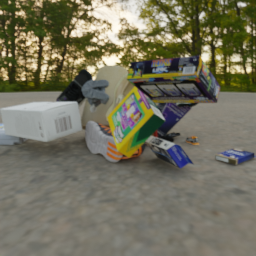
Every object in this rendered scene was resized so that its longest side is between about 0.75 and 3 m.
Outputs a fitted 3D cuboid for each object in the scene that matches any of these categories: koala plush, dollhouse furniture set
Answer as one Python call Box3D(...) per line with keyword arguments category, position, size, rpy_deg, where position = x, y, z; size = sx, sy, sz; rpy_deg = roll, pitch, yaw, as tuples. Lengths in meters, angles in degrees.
Box3D(category="koala plush", position=(-1.182, -1.107, 9.905), size=(0.939, 0.906, 1.022), rpy_deg=(3, -29, -10))
Box3D(category="dollhouse furniture set", position=(0.439, -0.372, 10.586), size=(1.122, 2.085, 0.848), rpy_deg=(-3, 5, -39))

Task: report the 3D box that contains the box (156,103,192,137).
Box3D(category="box", position=(1.467, -0.734, 11.835), size=(1.385, 1.872, 0.976), rpy_deg=(31, 22, -24))

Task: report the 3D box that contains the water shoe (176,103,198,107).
Box3D(category="water shoe", position=(2.325, -1.085, 10.996), size=(1.097, 0.433, 0.392), rpy_deg=(-3, -23, -33))

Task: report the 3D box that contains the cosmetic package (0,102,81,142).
Box3D(category="cosmetic package", position=(-3.164, -0.309, 9.987), size=(2.951, 1.092, 1.500), rpy_deg=(6, 18, 41))

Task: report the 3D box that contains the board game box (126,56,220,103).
Box3D(category="board game box", position=(0.978, -0.965, 5.966), size=(1.574, 0.446, 1.301), rpy_deg=(4, -15, 35))

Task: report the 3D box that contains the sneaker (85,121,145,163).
Box3D(category="sneaker", position=(-0.416, 0.464, 9.736), size=(1.509, 1.045, 2.693), rpy_deg=(-3, 21, -34))

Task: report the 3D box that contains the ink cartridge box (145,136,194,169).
Box3D(category="ink cartridge box", position=(1.172, 0.724, 8.309), size=(0.320, 0.811, 1.630), rpy_deg=(-44, 22, -14))

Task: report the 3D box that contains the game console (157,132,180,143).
Box3D(category="game console", position=(1.599, 0.407, 11.474), size=(0.961, 0.196, 1.629), rpy_deg=(9, 16, 43))

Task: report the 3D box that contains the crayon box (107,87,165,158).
Box3D(category="crayon box", position=(0.157, -0.251, 8.249), size=(0.509, 1.505, 1.745), rpy_deg=(30, 23, -32))

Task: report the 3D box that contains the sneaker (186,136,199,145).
Box3D(category="sneaker", position=(2.557, 0.467, 11.108), size=(0.312, 0.308, 0.798), rpy_deg=(-6, 10, -19))

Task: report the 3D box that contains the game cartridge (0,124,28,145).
Box3D(category="game cartridge", position=(-5.092, 0.189, 12.117), size=(1.868, 0.567, 2.801), rpy_deg=(-4, 10, 0))

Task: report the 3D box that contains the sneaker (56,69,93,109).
Box3D(category="sneaker", position=(-2.202, -1.196, 10.918), size=(0.889, 2.347, 1.028), rpy_deg=(39, 25, 11))

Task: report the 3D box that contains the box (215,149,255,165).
Box3D(category="box", position=(3.451, 0.883, 8.916), size=(1.234, 0.200, 0.747), rpy_deg=(-9, 13, -37))

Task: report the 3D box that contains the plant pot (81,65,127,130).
Box3D(category="plant pot", position=(-0.730, -1.184, 11.814), size=(2.447, 2.613, 2.447), rpy_deg=(3, -9, 0))

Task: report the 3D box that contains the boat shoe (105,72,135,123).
Box3D(category="boat shoe", position=(-0.090, -0.882, 9.471), size=(0.812, 2.250, 0.731), rpy_deg=(-7, 47, -39))
